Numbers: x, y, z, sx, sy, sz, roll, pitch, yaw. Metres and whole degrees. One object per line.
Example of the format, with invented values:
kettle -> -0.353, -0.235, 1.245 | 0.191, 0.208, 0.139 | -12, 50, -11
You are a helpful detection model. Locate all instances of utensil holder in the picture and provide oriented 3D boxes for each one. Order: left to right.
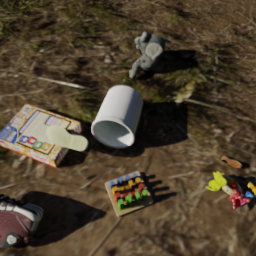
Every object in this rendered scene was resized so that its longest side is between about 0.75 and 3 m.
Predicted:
utensil holder -> -0.391, -0.491, 11.636 | 1.755, 1.755, 2.065 | 10, 51, 8

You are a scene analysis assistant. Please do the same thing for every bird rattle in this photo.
bird rattle -> 3.687, 2.125, 10.068 | 1.518, 0.855, 1.238 | 30, 27, 19

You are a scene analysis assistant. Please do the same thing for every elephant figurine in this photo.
elephant figurine -> 1.151, -3.596, 14.418 | 1.652, 1.811, 2.334 | 22, 53, -39

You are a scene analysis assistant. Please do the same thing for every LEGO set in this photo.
LEGO set -> 4.456, 2.331, 10.238 | 1.150, 0.438, 0.472 | -21, 53, -18

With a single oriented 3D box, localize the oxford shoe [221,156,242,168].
oxford shoe -> 4.043, 1.404, 11.021 | 0.805, 0.287, 0.287 | 23, 32, 28

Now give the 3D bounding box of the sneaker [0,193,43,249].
sneaker -> -4.260, 3.017, 9.033 | 2.775, 1.050, 1.603 | 15, 89, 10

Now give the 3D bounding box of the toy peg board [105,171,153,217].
toy peg board -> 0.015, 2.243, 10.147 | 1.394, 0.682, 1.388 | -18, 54, -14

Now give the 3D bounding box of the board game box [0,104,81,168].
board game box -> -3.682, 0.252, 11.726 | 2.749, 0.637, 2.082 | 19, 54, 14

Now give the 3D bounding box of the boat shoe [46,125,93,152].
boat shoe -> -2.297, 0.445, 10.902 | 2.014, 0.631, 0.737 | 18, 86, 22
